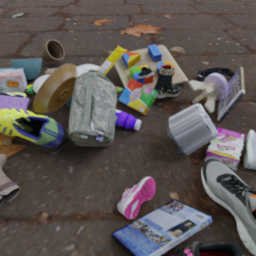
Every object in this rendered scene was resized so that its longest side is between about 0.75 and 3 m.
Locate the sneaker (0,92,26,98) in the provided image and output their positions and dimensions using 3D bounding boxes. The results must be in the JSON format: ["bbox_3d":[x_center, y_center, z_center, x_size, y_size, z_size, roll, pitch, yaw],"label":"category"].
[{"bbox_3d":[-4.585,-1.238,11.162,1.079,0.422,0.487,6,25,2],"label":"sneaker"}]

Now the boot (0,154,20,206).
[{"bbox_3d":[-3.344,1.398,7.259,1.219,0.586,1.667,18,39,13],"label":"boot"}]

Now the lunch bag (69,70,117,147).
[{"bbox_3d":[-1.070,-0.476,8.265,1.405,1.691,2.017,3,74,2],"label":"lunch bag"}]

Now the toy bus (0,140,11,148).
[{"bbox_3d":[-4.268,0.387,8.459,1.019,0.558,1.080,15,35,3],"label":"toy bus"}]

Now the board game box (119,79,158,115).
[{"bbox_3d":[0.370,-1.171,10.486,1.269,0.971,0.256,30,1,33],"label":"board game box"}]

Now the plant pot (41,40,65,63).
[{"bbox_3d":[-3.881,-3.718,13.991,0.939,1.077,1.077,-16,20,40],"label":"plant pot"}]

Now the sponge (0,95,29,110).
[{"bbox_3d":[-4.373,-0.886,10.566,1.130,0.168,0.630,6,61,3],"label":"sponge"}]

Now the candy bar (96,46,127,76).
[{"bbox_3d":[-0.664,-2.733,11.370,0.454,0.202,1.820,31,61,6],"label":"candy bar"}]

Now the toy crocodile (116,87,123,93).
[{"bbox_3d":[-0.638,-1.468,10.659,0.867,0.268,0.293,0,12,7],"label":"toy crocodile"}]

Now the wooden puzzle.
[{"bbox_3d":[0.909,-2.792,12.442,2.899,0.671,2.685,-12,52,-14],"label":"wooden puzzle"}]

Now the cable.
[{"bbox_3d":[4.002,-2.253,12.503,1.843,0.468,1.504,8,36,10],"label":"cable"}]

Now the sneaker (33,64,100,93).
[{"bbox_3d":[-2.189,-1.608,11.267,2.947,1.103,1.468,-21,50,-18],"label":"sneaker"}]

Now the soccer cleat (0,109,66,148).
[{"bbox_3d":[-3.265,-0.165,8.571,3.001,1.255,0.970,14,76,27],"label":"soccer cleat"}]

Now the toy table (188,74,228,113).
[{"bbox_3d":[2.941,-1.312,10.305,0.876,1.496,1.375,-33,73,-12],"label":"toy table"}]

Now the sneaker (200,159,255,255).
[{"bbox_3d":[2.575,1.568,6.343,0.928,0.995,2.511,-14,44,-17],"label":"sneaker"}]

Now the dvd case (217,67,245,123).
[{"bbox_3d":[3.698,-1.211,10.124,0.151,1.410,1.897,27,42,-2],"label":"dvd case"}]

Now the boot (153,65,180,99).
[{"bbox_3d":[1.635,-1.829,10.922,1.619,1.223,0.585,-16,42,-41],"label":"boot"}]

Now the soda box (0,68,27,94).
[{"bbox_3d":[-5.703,-1.850,11.561,2.745,0.873,0.939,-5,35,-9],"label":"soda box"}]

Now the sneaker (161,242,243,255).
[{"bbox_3d":[0.931,2.536,5.097,2.502,1.048,0.960,-9,36,-13],"label":"sneaker"}]

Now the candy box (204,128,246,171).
[{"bbox_3d":[2.946,0.593,8.448,0.934,0.418,1.369,16,38,21],"label":"candy box"}]

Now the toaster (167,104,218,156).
[{"bbox_3d":[1.844,0.028,8.173,1.172,1.031,1.815,-33,11,17],"label":"toaster"}]

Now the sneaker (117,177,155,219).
[{"bbox_3d":[0.171,1.625,6.789,0.546,0.503,1.237,-2,30,49],"label":"sneaker"}]

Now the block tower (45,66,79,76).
[{"bbox_3d":[-2.602,-2.331,12.372,1.996,0.539,0.577,-10,77,-12],"label":"block tower"}]

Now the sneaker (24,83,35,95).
[{"bbox_3d":[-3.842,-1.681,11.823,0.432,0.396,1.014,26,50,20],"label":"sneaker"}]

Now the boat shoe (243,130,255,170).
[{"bbox_3d":[3.760,0.677,8.291,0.558,0.546,1.565,16,42,11],"label":"boat shoe"}]

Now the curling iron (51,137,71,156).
[{"bbox_3d":[-1.932,0.354,8.928,0.376,0.194,1.516,23,50,14],"label":"curling iron"}]

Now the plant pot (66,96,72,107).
[{"bbox_3d":[-1.509,-1.141,10.375,1.133,1.206,1.206,22,38,7],"label":"plant pot"}]

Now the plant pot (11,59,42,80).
[{"bbox_3d":[-4.505,-2.634,12.567,1.299,0.875,1.299,-3,16,1],"label":"plant pot"}]

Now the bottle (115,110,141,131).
[{"bbox_3d":[-0.343,-0.337,9.587,1.564,0.511,0.653,21,5,12],"label":"bottle"}]

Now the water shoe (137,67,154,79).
[{"bbox_3d":[0.664,-2.223,11.071,0.384,0.424,1.074,-31,19,-19],"label":"water shoe"}]

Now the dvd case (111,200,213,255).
[{"bbox_3d":[0.700,2.133,5.977,1.825,0.160,1.302,-21,12,-26],"label":"dvd case"}]

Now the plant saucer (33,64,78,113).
[{"bbox_3d":[-2.176,-1.141,8.876,0.339,1.915,1.915,38,44,7],"label":"plant saucer"}]
